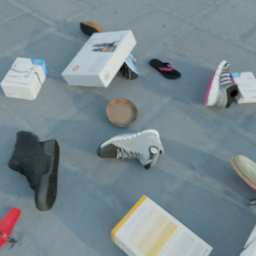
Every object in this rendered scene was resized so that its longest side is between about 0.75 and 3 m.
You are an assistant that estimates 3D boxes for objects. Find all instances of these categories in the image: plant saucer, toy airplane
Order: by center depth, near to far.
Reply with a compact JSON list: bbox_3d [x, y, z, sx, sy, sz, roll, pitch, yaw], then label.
[{"bbox_3d":[-3.651,2.728,7.485,1.644,0.302,1.644,0,50,-1],"label":"toy airplane"},{"bbox_3d":[-0.219,-0.521,9.975,1.154,0.211,1.154,5,65,-11],"label":"plant saucer"}]

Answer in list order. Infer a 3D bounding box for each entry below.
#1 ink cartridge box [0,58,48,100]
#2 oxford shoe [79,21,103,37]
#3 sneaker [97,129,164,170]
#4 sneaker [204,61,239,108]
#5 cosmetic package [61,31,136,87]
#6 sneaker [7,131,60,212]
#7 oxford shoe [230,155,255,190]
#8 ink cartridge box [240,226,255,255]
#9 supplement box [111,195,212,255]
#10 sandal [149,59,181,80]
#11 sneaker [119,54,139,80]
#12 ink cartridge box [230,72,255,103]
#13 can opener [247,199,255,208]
[{"bbox_3d":[-4.016,-1.939,10.950,1.175,0.679,1.610,7,52,5],"label":"ink cartridge box"},{"bbox_3d":[-1.412,-4.470,12.961,0.736,0.736,2.065,-28,55,-26],"label":"oxford shoe"},{"bbox_3d":[0.158,0.815,8.721,2.109,0.791,1.218,-16,57,-13],"label":"sneaker"},{"bbox_3d":[3.634,-1.576,10.574,1.058,0.892,2.420,23,52,7],"label":"sneaker"},{"bbox_3d":[-1.127,-2.745,11.027,1.955,0.670,2.593,7,55,36],"label":"cosmetic package"},{"bbox_3d":[-2.886,1.212,8.379,1.469,0.846,2.817,-7,49,2],"label":"sneaker"},{"bbox_3d":[4.200,1.436,7.890,2.599,0.959,0.920,32,35,14],"label":"oxford shoe"},{"bbox_3d":[3.643,3.447,6.324,2.088,1.216,2.885,32,58,23],"label":"ink cartridge box"},{"bbox_3d":[0.791,2.920,7.014,2.124,0.781,1.338,35,59,24],"label":"supplement box"},{"bbox_3d":[1.499,-2.508,11.607,0.596,0.358,1.587,-36,60,-25],"label":"sandal"},{"bbox_3d":[0.030,-2.726,11.549,0.849,0.739,1.887,-17,53,-19],"label":"sneaker"},{"bbox_3d":[4.484,-1.428,10.648,0.860,0.507,1.494,-4,51,-5],"label":"ink cartridge box"},{"bbox_3d":[3.872,2.088,8.075,0.951,0.250,0.316,-12,18,-11],"label":"can opener"}]
